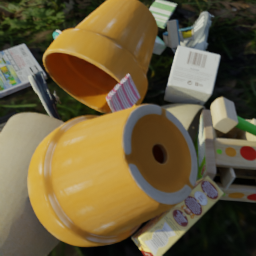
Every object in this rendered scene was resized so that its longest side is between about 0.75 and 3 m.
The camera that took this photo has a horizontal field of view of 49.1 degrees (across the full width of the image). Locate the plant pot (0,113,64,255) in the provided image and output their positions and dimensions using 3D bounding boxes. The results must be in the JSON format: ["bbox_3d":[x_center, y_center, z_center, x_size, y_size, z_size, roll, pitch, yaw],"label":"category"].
[{"bbox_3d":[-2.197,1.605,5.837,2.665,2.665,2.846,16,50,12],"label":"plant pot"}]

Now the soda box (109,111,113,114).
[{"bbox_3d":[0.088,0.207,6.659,1.498,0.474,0.530,41,66,14],"label":"soda box"}]

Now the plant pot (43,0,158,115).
[{"bbox_3d":[-0.495,-2.251,8.317,2.968,2.968,2.717,22,71,16],"label":"plant pot"}]

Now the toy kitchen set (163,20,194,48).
[{"bbox_3d":[1.784,-3.208,9.304,1.108,0.815,1.383,-12,20,-1],"label":"toy kitchen set"}]

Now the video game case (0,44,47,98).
[{"bbox_3d":[-4.371,-2.133,10.362,2.001,0.242,2.196,-27,58,-19],"label":"video game case"}]

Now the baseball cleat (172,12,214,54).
[{"bbox_3d":[2.515,-3.746,11.114,1.521,0.997,2.858,11,53,8],"label":"baseball cleat"}]

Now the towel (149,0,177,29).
[{"bbox_3d":[1.419,-5.100,12.468,1.079,0.166,1.415,24,71,16],"label":"towel"}]

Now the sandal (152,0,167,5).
[{"bbox_3d":[1.397,-5.756,12.980,0.701,0.447,1.866,12,54,9],"label":"sandal"}]

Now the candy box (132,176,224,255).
[{"bbox_3d":[0.893,1.658,5.226,1.688,0.975,0.467,-36,79,-19],"label":"candy box"}]

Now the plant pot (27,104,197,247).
[{"bbox_3d":[-0.149,0.698,4.700,2.364,2.164,2.364,17,61,-33],"label":"plant pot"}]

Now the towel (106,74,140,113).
[{"bbox_3d":[-0.074,-0.644,6.028,0.134,0.653,0.893,7,47,41],"label":"towel"}]

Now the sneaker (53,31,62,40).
[{"bbox_3d":[-2.660,-3.111,10.850,0.738,0.718,1.853,-23,56,-6],"label":"sneaker"}]

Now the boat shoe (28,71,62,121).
[{"bbox_3d":[-2.350,-0.891,8.311,0.507,0.614,1.640,-30,94,-15],"label":"boat shoe"}]

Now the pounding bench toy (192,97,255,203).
[{"bbox_3d":[2.861,0.532,6.671,2.206,2.828,1.757,4,55,4],"label":"pounding bench toy"}]

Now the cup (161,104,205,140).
[{"bbox_3d":[1.334,-0.054,7.986,1.143,1.599,1.599,25,57,24],"label":"cup"}]

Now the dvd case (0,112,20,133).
[{"bbox_3d":[-3.260,0.029,7.438,1.445,2.025,0.178,-22,86,-2],"label":"dvd case"}]

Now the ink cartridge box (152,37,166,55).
[{"bbox_3d":[0.184,-3.658,10.683,2.203,0.552,1.773,4,43,-44],"label":"ink cartridge box"}]

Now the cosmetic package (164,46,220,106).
[{"bbox_3d":[1.725,-1.354,7.808,1.153,1.378,1.146,14,79,5],"label":"cosmetic package"}]
